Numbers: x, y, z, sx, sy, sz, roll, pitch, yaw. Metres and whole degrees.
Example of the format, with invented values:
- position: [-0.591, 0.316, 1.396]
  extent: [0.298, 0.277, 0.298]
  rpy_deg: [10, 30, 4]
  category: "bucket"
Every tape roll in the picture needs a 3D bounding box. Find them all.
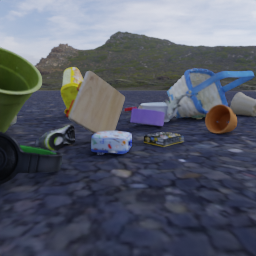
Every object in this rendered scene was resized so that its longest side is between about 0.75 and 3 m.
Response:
- position: [0.620, -0.332, 8.946]
  extent: [1.051, 0.447, 1.051]
  rpy_deg: [7, 1, 0]
  category: "tape roll"

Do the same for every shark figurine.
- position: [1.755, -0.859, 9.542]
  extent: [0.485, 1.162, 0.694]
  rpy_deg: [24, 32, -41]
  category: "shark figurine"

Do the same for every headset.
- position: [-2.077, 0.529, 4.133]
  extent: [2.176, 1.022, 1.344]
  rpy_deg: [12, -3, -37]
  category: "headset"

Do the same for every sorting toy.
- position: [-0.806, -0.493, 6.817]
  extent: [0.439, 1.261, 1.254]
  rpy_deg: [-4, -28, 46]
  category: "sorting toy"

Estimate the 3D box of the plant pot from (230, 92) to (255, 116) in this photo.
- position: [5.086, -0.929, 12.022]
  extent: [1.009, 1.009, 0.924]
  rpy_deg: [-8, 24, -39]
  category: "plant pot"

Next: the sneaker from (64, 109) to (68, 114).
- position: [-2.260, -0.706, 12.314]
  extent: [1.097, 0.400, 0.423]
  rpy_deg: [-4, 25, 14]
  category: "sneaker"

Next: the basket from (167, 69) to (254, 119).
- position: [3.154, -1.442, 10.820]
  extent: [2.437, 1.923, 2.764]
  rpy_deg: [-8, -18, -39]
  category: "basket"

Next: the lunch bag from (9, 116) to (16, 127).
- position: [-4.653, -0.572, 7.013]
  extent: [2.321, 1.928, 2.767]
  rpy_deg: [-15, 5, 12]
  category: "lunch bag"

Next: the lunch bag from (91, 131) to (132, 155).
- position: [-0.309, 0.306, 5.907]
  extent: [0.821, 0.387, 1.024]
  rpy_deg: [3, 9, 7]
  category: "lunch bag"

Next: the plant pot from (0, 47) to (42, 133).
- position: [-2.350, -0.525, 4.824]
  extent: [1.337, 1.270, 1.337]
  rpy_deg: [25, 31, -16]
  category: "plant pot"

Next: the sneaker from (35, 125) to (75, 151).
- position: [-1.621, 0.198, 6.397]
  extent: [0.502, 0.458, 1.241]
  rpy_deg: [0, 7, 19]
  category: "sneaker"

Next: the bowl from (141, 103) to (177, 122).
- position: [1.178, -0.573, 10.390]
  extent: [1.424, 0.640, 1.424]
  rpy_deg: [0, 10, 0]
  category: "bowl"

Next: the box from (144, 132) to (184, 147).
- position: [0.862, 0.260, 6.750]
  extent: [0.783, 0.193, 0.625]
  rpy_deg: [-9, 15, -44]
  category: "box"

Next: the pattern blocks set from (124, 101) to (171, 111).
- position: [1.110, -1.084, 13.959]
  extent: [2.337, 0.189, 2.054]
  rpy_deg: [-9, 5, 12]
  category: "pattern blocks set"

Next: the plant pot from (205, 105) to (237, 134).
- position: [2.720, -0.205, 8.017]
  extent: [0.574, 0.820, 0.820]
  rpy_deg: [15, -2, -39]
  category: "plant pot"

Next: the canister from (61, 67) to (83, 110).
- position: [-2.169, -1.538, 11.340]
  extent: [0.770, 1.321, 1.779]
  rpy_deg: [-16, 37, 2]
  category: "canister"
